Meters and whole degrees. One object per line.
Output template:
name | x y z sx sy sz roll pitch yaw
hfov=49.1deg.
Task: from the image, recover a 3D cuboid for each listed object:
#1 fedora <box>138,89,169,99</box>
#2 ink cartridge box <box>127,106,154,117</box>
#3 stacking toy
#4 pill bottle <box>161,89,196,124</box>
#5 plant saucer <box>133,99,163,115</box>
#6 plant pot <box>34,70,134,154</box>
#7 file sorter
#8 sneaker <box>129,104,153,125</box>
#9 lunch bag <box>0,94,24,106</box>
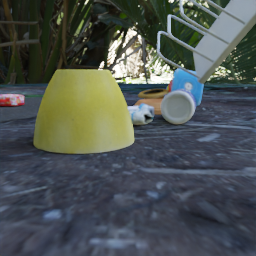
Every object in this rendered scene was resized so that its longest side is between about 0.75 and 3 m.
fedora | 1.307 -1.523 14.183 1.651 0.673 1.651 -7 18 2
ink cartridge box | -0.109 -0.651 10.689 1.420 0.499 1.748 -8 18 -35
stacking toy | 2.655 -1.964 15.098 1.639 1.733 2.986 9 -4 -10
pill bottle | 1.778 -0.790 9.634 1.068 1.068 1.846 3 12 15
plant saucer | 1.406 -0.964 12.169 2.426 0.454 2.426 -1 11 0
plant pot | -1.038 -0.520 6.627 2.382 1.690 2.382 0 12 0
file sorter | 2.085 -2.953 7.620 1.631 2.619 1.818 23 42 -14
sneaker | 0.533 -0.378 9.164 0.663 0.574 1.531 11 22 20
lunch bag | -6.017 -1.380 13.997 1.348 0.552 1.187 3 11 13
